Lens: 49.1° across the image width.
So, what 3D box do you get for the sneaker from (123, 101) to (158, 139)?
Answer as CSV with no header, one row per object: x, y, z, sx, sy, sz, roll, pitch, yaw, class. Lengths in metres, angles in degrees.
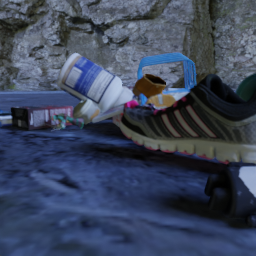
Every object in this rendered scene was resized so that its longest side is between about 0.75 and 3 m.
0.583,-0.161,6.338,0.873,0.808,2.165,-16,17,-40,sneaker

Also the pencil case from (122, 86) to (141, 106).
-0.101,-1.392,12.843,2.768,1.077,1.238,-11,5,-38,pencil case

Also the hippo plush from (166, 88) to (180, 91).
2.590,-1.307,13.865,1.503,1.197,1.208,-12,39,0,hippo plush

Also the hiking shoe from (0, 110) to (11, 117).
-4.493,-0.525,9.921,0.882,0.328,0.382,-4,49,-21,hiking shoe

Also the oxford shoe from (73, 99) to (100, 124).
-1.470,-0.470,9.231,0.646,0.841,2.238,38,-13,-18,oxford shoe

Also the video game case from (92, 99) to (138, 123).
-0.364,-0.499,7.995,1.105,0.127,1.007,-18,13,25,video game case

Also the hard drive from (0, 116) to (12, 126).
-3.520,-0.272,9.219,1.442,0.183,0.951,-8,12,-40,hard drive

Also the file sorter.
1.404,-1.763,10.673,2.060,1.821,2.968,-8,19,6,file sorter

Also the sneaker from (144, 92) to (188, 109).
1.095,-0.619,7.788,1.822,0.689,0.799,-9,9,-33,sneaker

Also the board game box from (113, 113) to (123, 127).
0.596,-0.282,8.440,1.903,0.441,1.442,-2,10,-14,board game box

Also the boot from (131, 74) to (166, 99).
0.855,-1.016,7.963,1.396,0.491,0.999,21,-24,-19,boot

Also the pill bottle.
-1.109,-1.434,9.941,2.507,1.391,1.391,30,9,-2,pill bottle

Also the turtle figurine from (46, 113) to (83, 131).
-1.707,-0.156,7.493,0.979,0.493,0.733,5,5,-12,turtle figurine

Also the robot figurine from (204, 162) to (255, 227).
1.177,0.617,2.720,0.799,0.600,0.499,0,-11,0,robot figurine

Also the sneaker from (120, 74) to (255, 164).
1.071,-0.237,4.498,2.842,1.243,1.048,10,14,39,sneaker

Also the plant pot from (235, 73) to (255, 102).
4.712,-0.913,9.517,1.483,1.578,1.578,13,-1,-38,plant pot

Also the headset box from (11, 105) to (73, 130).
-2.490,-0.359,8.392,1.587,0.595,1.179,-8,11,-42,headset box

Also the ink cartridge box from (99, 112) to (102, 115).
-1.071,-0.472,10.312,0.933,0.234,1.075,4,10,17,ink cartridge box
